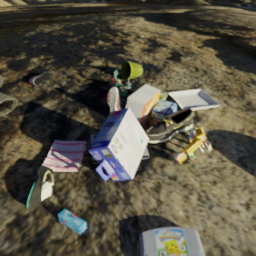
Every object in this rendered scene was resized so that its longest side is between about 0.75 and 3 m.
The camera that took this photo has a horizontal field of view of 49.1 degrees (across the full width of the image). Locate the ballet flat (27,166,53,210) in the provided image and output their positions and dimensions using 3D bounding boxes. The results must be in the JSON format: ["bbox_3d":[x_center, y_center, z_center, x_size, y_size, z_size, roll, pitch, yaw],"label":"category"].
[{"bbox_3d":[-2.740,1.838,8.969,0.627,0.624,1.834,6,31,-9],"label":"ballet flat"}]

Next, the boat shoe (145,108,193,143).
[{"bbox_3d":[1.731,-0.138,11.908,2.653,0.799,0.946,-22,38,-31],"label":"boat shoe"}]

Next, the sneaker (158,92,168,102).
[{"bbox_3d":[1.407,-1.732,14.524,1.675,0.742,0.644,-20,37,-29],"label":"sneaker"}]

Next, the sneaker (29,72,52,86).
[{"bbox_3d":[-5.289,-3.043,16.841,0.662,0.573,1.513,14,34,31],"label":"sneaker"}]

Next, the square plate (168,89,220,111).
[{"bbox_3d":[3.341,-1.406,14.437,2.030,0.289,2.011,-8,33,-12],"label":"square plate"}]

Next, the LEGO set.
[{"bbox_3d":[2.647,0.762,10.790,1.029,0.832,2.237,-20,21,40],"label":"LEGO set"}]

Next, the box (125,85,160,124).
[{"bbox_3d":[0.681,-1.139,13.139,0.855,1.091,1.754,26,40,20],"label":"box"}]

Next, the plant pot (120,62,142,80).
[{"bbox_3d":[0.281,-3.512,17.234,1.057,1.097,1.097,-8,31,-36],"label":"plant pot"}]

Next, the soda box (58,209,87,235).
[{"bbox_3d":[-1.589,2.654,7.946,0.843,0.270,0.286,21,38,28],"label":"soda box"}]

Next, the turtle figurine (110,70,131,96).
[{"bbox_3d":[-0.456,-2.462,15.678,1.264,0.850,1.688,34,25,-24],"label":"turtle figurine"}]

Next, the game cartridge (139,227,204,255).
[{"bbox_3d":[1.103,3.072,7.227,1.589,0.322,1.060,-3,29,-2],"label":"game cartridge"}]

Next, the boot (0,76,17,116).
[{"bbox_3d":[-6.688,-1.715,14.239,2.848,1.033,2.589,12,47,31],"label":"boot"}]

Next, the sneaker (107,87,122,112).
[{"bbox_3d":[-0.560,-1.166,13.016,0.579,1.503,0.615,13,23,33],"label":"sneaker"}]

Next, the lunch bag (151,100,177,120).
[{"bbox_3d":[1.750,-0.840,13.348,0.984,0.505,1.224,19,38,23],"label":"lunch bag"}]

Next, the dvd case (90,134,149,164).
[{"bbox_3d":[-0.388,0.723,11.001,2.118,0.262,1.592,-4,34,-8],"label":"dvd case"}]

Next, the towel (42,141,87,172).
[{"bbox_3d":[-2.374,0.996,10.605,1.339,0.274,1.830,2,32,2],"label":"towel"}]

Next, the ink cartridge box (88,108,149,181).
[{"bbox_3d":[-0.307,0.678,9.443,0.893,1.597,2.340,-13,35,33],"label":"ink cartridge box"}]
